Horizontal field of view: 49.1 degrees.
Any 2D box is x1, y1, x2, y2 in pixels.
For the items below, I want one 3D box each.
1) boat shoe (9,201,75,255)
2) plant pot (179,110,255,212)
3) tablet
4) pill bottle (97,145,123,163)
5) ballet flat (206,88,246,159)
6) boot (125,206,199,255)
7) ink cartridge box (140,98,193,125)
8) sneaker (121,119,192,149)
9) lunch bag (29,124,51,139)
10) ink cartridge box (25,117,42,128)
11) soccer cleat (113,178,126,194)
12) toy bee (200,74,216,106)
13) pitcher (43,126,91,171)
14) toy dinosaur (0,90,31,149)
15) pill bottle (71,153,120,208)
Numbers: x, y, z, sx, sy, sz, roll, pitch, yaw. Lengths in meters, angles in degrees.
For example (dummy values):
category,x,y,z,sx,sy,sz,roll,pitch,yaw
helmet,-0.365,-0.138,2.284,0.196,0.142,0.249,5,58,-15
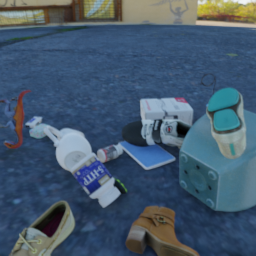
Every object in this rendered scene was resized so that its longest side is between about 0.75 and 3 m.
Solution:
category,x,y,z,sx,sy,sz,roll,pitch,yaw
boat shoe,-2.064,2.528,6.190,0.881,0.790,2.381,10,29,18
plant pot,2.709,0.953,7.860,2.318,2.270,2.276,-24,35,-28
tablet,0.635,0.862,10.216,1.278,0.134,1.963,-14,31,-27
pill bottle,-0.621,0.876,9.803,0.834,0.462,0.462,-17,32,-34
ballet flat,2.450,-0.163,7.001,0.930,0.860,2.759,-12,22,25
boot,0.930,2.499,6.584,1.735,0.665,1.347,4,22,24
ink cartridge box,1.626,-0.659,12.383,2.048,0.854,1.488,-3,28,-5
sneaker,1.218,0.087,10.014,2.903,1.285,1.075,2,70,-1
lunch bag,-3.587,0.125,11.464,0.642,0.309,0.801,10,28,24
ink cartridge box,-4.141,-0.251,12.372,0.411,0.162,0.826,6,29,12
soccer cleat,-0.629,1.685,8.347,1.363,0.460,0.552,24,57,36
toy bee,3.871,-0.766,11.662,1.720,2.627,1.428,4,-13,24
pitcher,-2.062,0.596,9.373,1.600,1.131,1.866,25,13,-25
toy dinosaur,-3.993,-0.185,9.789,1.897,1.721,0.996,-19,0,42
pill bottle,-0.863,1.452,7.694,1.360,0.814,0.814,51,41,4
